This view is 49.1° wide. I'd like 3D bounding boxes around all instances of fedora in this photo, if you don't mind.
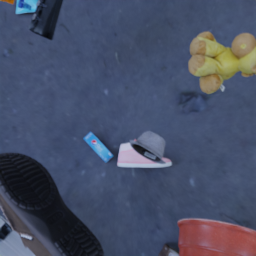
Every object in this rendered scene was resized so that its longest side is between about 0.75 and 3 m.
[{"bbox_3d":[0.473,0.360,5.712,0.855,0.966,0.436,33,77,0],"label":"fedora"}]

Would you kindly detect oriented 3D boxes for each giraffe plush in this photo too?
[{"bbox_3d":[2.156,-1.377,5.702,1.545,1.253,1.333,29,62,-37],"label":"giraffe plush"}]

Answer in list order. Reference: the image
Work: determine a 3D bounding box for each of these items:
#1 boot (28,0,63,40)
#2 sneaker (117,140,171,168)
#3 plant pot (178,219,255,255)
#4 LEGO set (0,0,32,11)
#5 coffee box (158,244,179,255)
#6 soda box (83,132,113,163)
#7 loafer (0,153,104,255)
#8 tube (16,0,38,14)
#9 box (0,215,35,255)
[{"bbox_3d":[-2.068,-3.290,7.095,0.608,1.527,1.852,8,110,-36],"label":"boot"},{"bbox_3d":[0.497,0.778,8.504,1.640,0.617,0.857,1,84,4],"label":"sneaker"},{"bbox_3d":[1.759,3.016,5.416,1.953,1.953,1.899,15,63,3],"label":"plant pot"},{"bbox_3d":[-2.384,-2.747,5.708,0.472,1.149,0.438,40,115,30],"label":"LEGO set"},{"bbox_3d":[1.617,3.967,7.708,1.624,0.918,0.648,30,80,7],"label":"coffee box"},{"bbox_3d":[-0.924,0.606,8.687,0.322,0.340,1.003,-42,81,-8],"label":"soda box"},{"bbox_3d":[-1.710,1.652,5.039,2.890,1.055,1.026,47,118,21],"label":"loafer"},{"bbox_3d":[-3.514,-5.004,9.797,0.820,0.534,2.117,-4,83,8],"label":"tube"},{"bbox_3d":[-2.788,3.073,6.225,2.241,1.307,0.674,47,125,-7],"label":"box"}]
